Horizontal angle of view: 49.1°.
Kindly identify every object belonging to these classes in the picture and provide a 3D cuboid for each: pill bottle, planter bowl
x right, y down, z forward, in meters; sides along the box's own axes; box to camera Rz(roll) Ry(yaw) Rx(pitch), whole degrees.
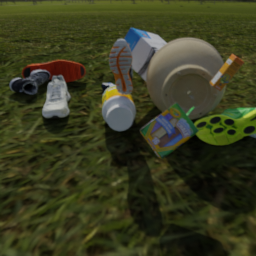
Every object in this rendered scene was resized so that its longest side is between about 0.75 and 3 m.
[{"bbox_3d":[-0.318,-0.644,9.146,1.073,1.073,1.902,-2,26,-4],"label":"pill bottle"},{"bbox_3d":[1.848,-1.317,8.710,2.626,2.626,1.767,2,26,4],"label":"planter bowl"}]

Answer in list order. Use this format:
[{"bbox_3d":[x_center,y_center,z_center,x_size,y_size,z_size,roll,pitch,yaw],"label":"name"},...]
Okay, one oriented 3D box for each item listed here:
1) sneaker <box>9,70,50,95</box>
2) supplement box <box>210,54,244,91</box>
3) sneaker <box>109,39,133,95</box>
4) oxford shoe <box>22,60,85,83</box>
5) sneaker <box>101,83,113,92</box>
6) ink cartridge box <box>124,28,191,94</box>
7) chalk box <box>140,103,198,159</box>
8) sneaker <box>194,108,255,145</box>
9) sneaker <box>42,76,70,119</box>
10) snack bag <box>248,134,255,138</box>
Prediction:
[{"bbox_3d":[-4.041,-1.927,12.135,1.075,0.713,1.889,26,43,38],"label":"sneaker"},{"bbox_3d":[2.367,-1.316,6.746,0.285,0.857,0.295,27,27,-17],"label":"supplement box"},{"bbox_3d":[-0.175,-1.837,8.320,0.676,1.728,0.667,3,43,5],"label":"sneaker"},{"bbox_3d":[-3.482,-2.782,13.427,2.930,1.043,1.063,0,22,-1],"label":"oxford shoe"},{"bbox_3d":[-0.698,-1.684,11.897,0.457,0.449,1.186,-19,34,-25],"label":"sneaker"},{"bbox_3d":[1.206,-2.395,10.511,2.699,1.159,1.976,50,32,20],"label":"ink cartridge box"},{"bbox_3d":[0.941,0.000,5.923,1.214,0.751,0.755,-36,-5,0],"label":"chalk box"},{"bbox_3d":[3.107,-0.071,8.592,2.538,0.940,1.060,-9,8,-16],"label":"sneaker"},{"bbox_3d":[-2.652,-1.144,10.273,0.965,1.041,2.568,-3,29,-9],"label":"sneaker"},{"bbox_3d":[4.216,0.165,8.772,0.769,0.087,0.816,21,34,35],"label":"snack bag"}]
